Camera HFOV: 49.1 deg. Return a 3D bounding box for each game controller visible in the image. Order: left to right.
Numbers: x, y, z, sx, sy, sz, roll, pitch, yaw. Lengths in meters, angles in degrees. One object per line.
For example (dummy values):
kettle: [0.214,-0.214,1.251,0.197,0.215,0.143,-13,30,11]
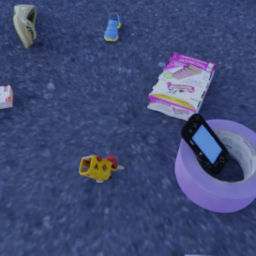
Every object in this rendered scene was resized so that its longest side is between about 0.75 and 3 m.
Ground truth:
game controller: [1.908,0.409,6.913,1.582,0.333,0.825,49,55,-13]

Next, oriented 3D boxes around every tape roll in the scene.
tape roll: [2.399,0.941,7.254,2.257,0.959,2.257,0,54,-1]

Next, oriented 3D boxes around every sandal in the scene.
sandal: [-0.629,-3.998,11.077,0.563,0.616,1.415,5,56,1]

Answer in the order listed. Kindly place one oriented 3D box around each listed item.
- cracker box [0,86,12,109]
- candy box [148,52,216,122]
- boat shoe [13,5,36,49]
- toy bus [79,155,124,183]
cracker box: [-4.308,-0.940,9.025,1.059,0.305,0.709,-11,55,-9]
candy box: [1.770,-1.371,9.097,1.545,0.691,2.265,20,56,14]
boat shoe: [-3.927,-4.056,10.953,0.798,0.926,2.538,-16,48,-6]
toy bus: [-0.700,1.096,7.139,1.094,1.032,0.565,7,66,5]
